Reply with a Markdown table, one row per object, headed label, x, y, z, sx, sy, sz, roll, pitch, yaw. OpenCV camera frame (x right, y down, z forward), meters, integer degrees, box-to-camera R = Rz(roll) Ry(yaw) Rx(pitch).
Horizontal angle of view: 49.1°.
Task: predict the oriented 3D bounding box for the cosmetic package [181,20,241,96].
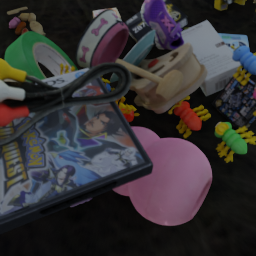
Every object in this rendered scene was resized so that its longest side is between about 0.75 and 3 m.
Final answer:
| label | x | y | z | sx | sy | sz | roll | pitch | yaw |
| --- | --- | --- | --- | --- | --- | --- | --- | --- | --- |
| cosmetic package | 2.358 | -2.128 | 8.400 | 1.117 | 0.814 | 2.198 | -24 | 57 | 5 |

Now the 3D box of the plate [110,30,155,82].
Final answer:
| label | x | y | z | sx | sy | sz | roll | pitch | yaw |
| --- | --- | --- | --- | --- | --- | --- | --- | --- | --- |
| plate | 0.176 | -1.730 | 7.055 | 0.214 | 1.676 | 1.676 | 42 | 62 | 0 |

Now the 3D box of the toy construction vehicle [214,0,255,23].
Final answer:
| label | x | y | z | sx | sy | sz | roll | pitch | yaw |
| --- | --- | --- | --- | --- | --- | --- | --- | --- | --- |
| toy construction vehicle | 4.811 | -4.642 | 10.435 | 2.646 | 0.932 | 2.304 | -23 | 46 | -19 |

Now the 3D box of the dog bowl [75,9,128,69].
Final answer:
| label | x | y | z | sx | sy | sz | roll | pitch | yaw |
| --- | --- | --- | --- | --- | --- | --- | --- | --- | --- |
| dog bowl | -0.692 | -2.430 | 8.195 | 0.686 | 1.860 | 1.860 | 36 | 61 | 8 |

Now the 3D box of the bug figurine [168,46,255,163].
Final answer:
| label | x | y | z | sx | sy | sz | roll | pitch | yaw |
| --- | --- | --- | --- | --- | --- | --- | --- | --- | --- |
| bug figurine | 2.453 | -0.606 | 6.617 | 2.818 | 0.725 | 2.185 | -44 | 61 | 10 |

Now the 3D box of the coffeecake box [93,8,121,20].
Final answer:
| label | x | y | z | sx | sy | sz | roll | pitch | yaw |
| --- | --- | --- | --- | --- | --- | --- | --- | --- | --- |
| coffeecake box | -0.779 | -4.001 | 10.192 | 0.885 | 0.323 | 0.680 | -13 | 55 | -9 |

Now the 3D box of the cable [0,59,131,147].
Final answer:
| label | x | y | z | sx | sy | sz | roll | pitch | yaw |
| --- | --- | --- | --- | --- | --- | --- | --- | --- | --- |
| cable | -1.120 | -0.385 | 3.851 | 2.604 | 0.655 | 1.264 | -3 | 92 | -19 |

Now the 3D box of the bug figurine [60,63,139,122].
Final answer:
| label | x | y | z | sx | sy | sz | roll | pitch | yaw |
| --- | --- | --- | --- | --- | --- | --- | --- | --- | --- |
| bug figurine | -0.864 | -0.853 | 7.052 | 1.915 | 0.635 | 2.469 | 14 | 23 | -32 |

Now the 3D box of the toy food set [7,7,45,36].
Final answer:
| label | x | y | z | sx | sy | sz | roll | pitch | yaw |
| --- | --- | --- | --- | --- | --- | --- | --- | --- | --- |
| toy food set | -3.690 | -3.638 | 10.006 | 1.030 | 0.255 | 1.620 | -24 | 65 | -16 |

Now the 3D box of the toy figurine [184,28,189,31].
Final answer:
| label | x | y | z | sx | sy | sz | roll | pitch | yaw |
| --- | --- | --- | --- | --- | --- | --- | --- | --- | --- |
| toy figurine | 1.675 | -3.037 | 9.495 | 1.156 | 0.610 | 0.693 | 14 | 87 | 21 |

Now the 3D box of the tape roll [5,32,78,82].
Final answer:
| label | x | y | z | sx | sy | sz | roll | pitch | yaw |
| --- | --- | --- | --- | --- | --- | --- | --- | --- | --- |
| tape roll | -1.883 | -1.224 | 6.987 | 0.574 | 2.390 | 2.390 | -32 | 54 | 18 |

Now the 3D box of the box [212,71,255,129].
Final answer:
| label | x | y | z | sx | sy | sz | roll | pitch | yaw |
| --- | --- | --- | --- | --- | --- | --- | --- | --- | --- |
| box | 2.943 | -0.691 | 7.325 | 0.284 | 1.144 | 1.135 | -5 | 47 | -41 |

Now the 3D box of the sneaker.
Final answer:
| label | x | y | z | sx | sy | sz | roll | pitch | yaw |
| --- | --- | --- | --- | --- | --- | --- | --- | --- | --- |
| sneaker | 0.974 | -2.615 | 7.180 | 0.723 | 1.798 | 0.795 | -47 | 54 | -1 |

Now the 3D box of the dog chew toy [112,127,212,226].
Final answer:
| label | x | y | z | sx | sy | sz | roll | pitch | yaw |
| --- | --- | --- | --- | --- | --- | --- | --- | --- | --- |
| dog chew toy | 0.272 | 0.781 | 5.968 | 2.826 | 1.760 | 1.760 | 27 | 58 | 26 |

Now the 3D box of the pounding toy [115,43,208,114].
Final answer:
| label | x | y | z | sx | sy | sz | roll | pitch | yaw |
| --- | --- | --- | --- | --- | --- | --- | --- | --- | --- |
| pounding toy | 0.710 | -1.490 | 6.760 | 1.637 | 1.643 | 2.863 | -44 | 24 | -6 |

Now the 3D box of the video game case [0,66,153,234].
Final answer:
| label | x | y | z | sx | sy | sz | roll | pitch | yaw |
| --- | --- | --- | --- | --- | --- | --- | --- | --- | --- |
| video game case | -1.104 | 0.076 | 4.244 | 2.127 | 0.300 | 2.354 | -18 | 53 | -17 |

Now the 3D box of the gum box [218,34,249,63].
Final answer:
| label | x | y | z | sx | sy | sz | roll | pitch | yaw |
| --- | --- | --- | --- | --- | --- | --- | --- | --- | --- |
| gum box | 3.377 | -2.585 | 9.196 | 1.069 | 0.280 | 1.259 | 6 | 54 | 5 |

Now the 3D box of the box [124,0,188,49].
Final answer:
| label | x | y | z | sx | sy | sz | roll | pitch | yaw |
| --- | --- | --- | --- | --- | --- | --- | --- | --- | --- |
| box | 0.886 | -3.432 | 9.245 | 1.696 | 0.416 | 1.367 | -34 | 59 | 1 |

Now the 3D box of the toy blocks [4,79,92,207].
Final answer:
| label | x | y | z | sx | sy | sz | roll | pitch | yaw |
| --- | --- | --- | --- | --- | --- | --- | --- | --- | --- |
| toy blocks | -2.052 | 0.883 | 5.337 | 2.787 | 2.605 | 2.346 | 36 | 60 | 18 |
